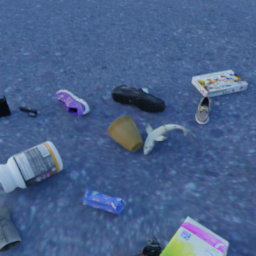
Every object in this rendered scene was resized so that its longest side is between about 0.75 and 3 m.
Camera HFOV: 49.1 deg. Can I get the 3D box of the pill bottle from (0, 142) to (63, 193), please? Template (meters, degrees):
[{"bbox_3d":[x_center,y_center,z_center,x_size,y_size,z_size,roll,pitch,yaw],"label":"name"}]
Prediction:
[{"bbox_3d":[-3.685,1.474,10.496,2.172,1.264,1.264,-25,47,-23],"label":"pill bottle"}]

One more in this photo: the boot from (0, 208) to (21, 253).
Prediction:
[{"bbox_3d":[-4.256,3.377,9.021,1.294,0.516,1.423,-21,52,-19],"label":"boot"}]

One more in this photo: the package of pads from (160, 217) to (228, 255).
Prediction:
[{"bbox_3d":[1.925,3.838,8.299,1.511,0.667,1.955,28,49,30],"label":"package of pads"}]

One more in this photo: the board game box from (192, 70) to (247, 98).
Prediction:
[{"bbox_3d":[5.049,-2.462,15.546,2.523,0.437,1.593,-13,42,-14],"label":"board game box"}]

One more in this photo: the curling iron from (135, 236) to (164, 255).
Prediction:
[{"bbox_3d":[-0.313,3.909,8.300,2.877,0.713,0.368,-15,16,-10],"label":"curling iron"}]

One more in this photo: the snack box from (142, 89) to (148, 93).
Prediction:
[{"bbox_3d":[0.678,-1.828,14.982,0.755,0.255,0.636,-3,41,-6],"label":"snack box"}]

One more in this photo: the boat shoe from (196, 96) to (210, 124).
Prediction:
[{"bbox_3d":[3.706,-0.887,13.716,0.631,0.522,1.756,13,43,14],"label":"boat shoe"}]

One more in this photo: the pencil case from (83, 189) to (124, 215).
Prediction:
[{"bbox_3d":[-0.861,2.581,9.745,1.470,0.638,0.574,12,86,14],"label":"pencil case"}]

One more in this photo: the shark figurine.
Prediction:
[{"bbox_3d":[1.656,0.299,12.052,2.230,0.931,1.332,-23,54,15],"label":"shark figurine"}]

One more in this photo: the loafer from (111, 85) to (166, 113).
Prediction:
[{"bbox_3d":[0.565,-1.567,14.097,2.989,1.015,1.049,19,54,25],"label":"loafer"}]

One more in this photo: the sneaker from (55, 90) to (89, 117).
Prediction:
[{"bbox_3d":[-2.915,-1.194,13.883,2.073,0.836,0.865,27,54,26],"label":"sneaker"}]

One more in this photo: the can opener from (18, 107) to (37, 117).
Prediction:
[{"bbox_3d":[-4.962,-0.866,13.823,1.128,0.358,0.444,19,46,20],"label":"can opener"}]

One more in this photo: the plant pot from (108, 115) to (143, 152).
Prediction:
[{"bbox_3d":[-0.016,0.351,11.972,1.236,1.236,1.326,-25,60,-25],"label":"plant pot"}]

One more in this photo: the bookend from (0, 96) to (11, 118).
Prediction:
[{"bbox_3d":[-6.283,-0.965,13.496,0.950,0.944,0.438,-17,45,-16],"label":"bookend"}]
